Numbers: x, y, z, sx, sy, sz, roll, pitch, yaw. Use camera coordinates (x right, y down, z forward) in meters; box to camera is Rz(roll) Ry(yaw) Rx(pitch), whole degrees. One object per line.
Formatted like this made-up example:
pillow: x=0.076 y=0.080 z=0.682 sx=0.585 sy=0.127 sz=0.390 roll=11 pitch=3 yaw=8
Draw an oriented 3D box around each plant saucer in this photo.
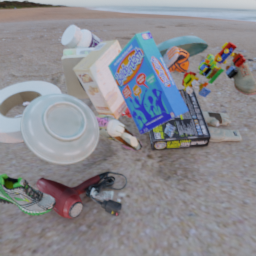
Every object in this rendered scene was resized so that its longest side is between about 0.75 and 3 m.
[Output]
plant saucer: x=-1.371 y=-0.075 z=5.955 sx=1.701 sy=0.427 sz=1.701 roll=12 pitch=60 yaw=-22
plant saucer: x=2.070 y=-3.343 z=11.877 sx=2.547 sy=0.458 sz=2.547 roll=-11 pitch=-1 yaw=0

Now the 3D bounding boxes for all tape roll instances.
tape roll: x=-2.739 y=-0.484 z=7.331 sx=2.152 sy=0.393 sz=2.152 roll=-4 pitch=43 yaw=4

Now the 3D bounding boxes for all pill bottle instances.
pill bottle: x=-1.769 y=-3.531 z=12.462 sx=2.263 sy=1.270 sz=1.270 roll=25 pitch=6 yaw=-44

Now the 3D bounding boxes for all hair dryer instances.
hair dryer: x=-1.463 y=1.990 z=8.547 sx=2.789 sy=0.758 sz=2.124 roll=8 pitch=16 yaw=-1

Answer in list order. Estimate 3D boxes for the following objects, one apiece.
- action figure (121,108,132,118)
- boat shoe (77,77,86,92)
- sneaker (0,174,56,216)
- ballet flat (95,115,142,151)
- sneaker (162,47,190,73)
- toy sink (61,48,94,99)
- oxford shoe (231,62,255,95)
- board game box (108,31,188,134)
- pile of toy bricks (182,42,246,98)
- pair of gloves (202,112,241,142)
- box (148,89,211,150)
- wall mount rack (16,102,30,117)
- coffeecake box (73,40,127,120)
action figure: x=0.399 y=-0.632 z=10.100 sx=1.348 sy=0.441 sz=0.348 roll=-13 pitch=22 yaw=-7
boat shoe: x=-1.558 y=-1.738 z=10.363 sx=0.521 sy=0.445 sz=1.560 roll=0 pitch=-13 yaw=6
sneaker: x=-2.412 y=1.554 z=6.524 sx=1.505 sy=0.641 sz=0.587 roll=20 pitch=29 yaw=-6
ballet flat: x=-0.196 y=0.158 z=7.569 sx=0.610 sy=1.714 sz=0.592 roll=11 pitch=70 yaw=50
sneaker: x=1.491 y=-2.063 z=9.939 sx=1.009 sy=1.801 sz=0.699 roll=9 pitch=61 yaw=-34
toy sink: x=-1.817 y=-2.404 z=11.357 sx=1.502 sy=2.304 sz=1.291 roll=-5 pitch=56 yaw=-6
oxford shoe: x=4.166 y=-1.940 z=10.236 sx=0.688 sy=0.730 sz=1.953 roll=-16 pitch=43 yaw=7
board game box: x=0.427 y=-1.076 z=7.265 sx=0.489 sy=2.175 sz=1.654 roll=-23 pitch=-5 yaw=-32
pile of toy bricks: x=3.086 y=-2.272 z=10.410 sx=1.293 sy=2.330 sz=1.150 roll=16 pitch=43 yaw=-29
pair of gloves: x=3.738 y=-0.073 z=12.398 sx=1.922 sy=0.396 sz=2.260 roll=2 pitch=34 yaw=-5
box: x=1.934 y=-0.445 z=11.794 sx=2.309 sy=0.638 sz=2.882 roll=-5 pitch=49 yaw=-3
wall mount rack: x=-4.891 y=-0.201 z=12.090 sx=2.225 sy=0.955 sz=2.561 roll=-31 pitch=39 yaw=-28
coffeecake box: x=-0.692 y=-1.682 z=10.070 sx=0.821 sy=2.246 sz=1.724 roll=8 pitch=49 yaw=38
